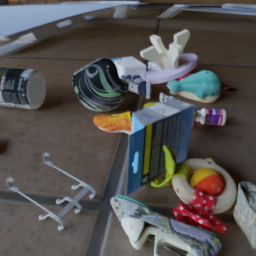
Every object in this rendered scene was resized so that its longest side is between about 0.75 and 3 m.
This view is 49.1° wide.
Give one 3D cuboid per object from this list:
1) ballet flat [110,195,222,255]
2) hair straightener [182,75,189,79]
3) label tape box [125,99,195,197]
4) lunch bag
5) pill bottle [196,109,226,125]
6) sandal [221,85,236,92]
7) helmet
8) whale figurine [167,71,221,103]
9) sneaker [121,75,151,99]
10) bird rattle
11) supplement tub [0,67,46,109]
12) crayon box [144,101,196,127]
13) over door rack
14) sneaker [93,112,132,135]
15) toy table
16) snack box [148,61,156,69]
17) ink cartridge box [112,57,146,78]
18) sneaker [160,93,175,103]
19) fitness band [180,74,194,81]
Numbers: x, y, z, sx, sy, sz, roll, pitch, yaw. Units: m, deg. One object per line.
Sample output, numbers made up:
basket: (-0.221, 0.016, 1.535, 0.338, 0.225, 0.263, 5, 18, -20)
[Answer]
ballet flat: (0.536, 2.111, 5.610, 2.486, 0.894, 0.894, 16, 34, 27)
hair straightener: (2.863, -2.342, 13.341, 0.533, 0.284, 1.386, 18, 16, 24)
label tape box: (0.623, 0.405, 7.378, 2.495, 1.799, 0.790, -22, 36, -39)
lunch bag: (2.706, 1.811, 5.986, 0.656, 0.916, 1.116, -10, 32, -8)
pill bottle: (2.983, -0.404, 10.144, 1.001, 0.563, 0.563, 4, 30, 6)
sandal: (4.545, -1.863, 12.997, 0.928, 0.209, 0.348, 10, 32, 17)
helmet: (-1.009, -1.565, 10.810, 1.999, 1.906, 1.999, -28, 11, 6)
whale figurine: (2.830, -1.839, 11.836, 2.240, 1.162, 1.782, 3, 35, -8)
sneaker: (0.291, -1.829, 12.337, 1.205, 0.778, 2.221, -1, 25, -7)
bird rattle: (1.651, 1.354, 6.469, 1.905, 1.316, 2.336, -10, 33, -22)
supplement tub: (-4.782, -1.615, 11.221, 2.558, 1.567, 1.567, 7, 31, 11)
crayon box: (1.495, -0.526, 9.917, 1.701, 0.496, 1.468, 11, 12, 12)
over door rack: (-1.810, 1.509, 6.720, 1.700, 0.566, 1.256, 34, 40, 13)
sneaker: (-0.159, -0.238, 9.596, 2.216, 0.855, 0.809, 9, 32, 18)
toy table: (1.984, -3.504, 13.664, 2.808, 1.644, 2.581, -35, 38, -19)
snack box: (2.035, -3.384, 15.396, 1.575, 0.417, 1.120, 23, 38, 34)
ink cartridge box: (0.024, -3.076, 14.556, 1.246, 0.730, 1.724, -12, 31, -20)
sneaker: (1.680, -1.201, 11.733, 0.560, 0.343, 0.860, -3, 30, -13)
fitness band: (3.416, -2.286, 13.549, 1.864, 0.349, 1.339, 15, 33, 27)
